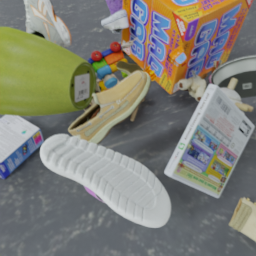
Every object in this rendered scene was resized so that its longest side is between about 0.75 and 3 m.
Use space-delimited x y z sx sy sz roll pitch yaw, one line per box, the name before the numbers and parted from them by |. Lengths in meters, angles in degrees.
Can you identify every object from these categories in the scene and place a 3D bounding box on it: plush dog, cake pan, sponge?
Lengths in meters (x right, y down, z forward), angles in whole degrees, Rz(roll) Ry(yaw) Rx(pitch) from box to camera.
plush dog | 2.195 -1.290 9.046 1.040 0.893 0.835 37 82 13
cake pan | 3.202 -1.280 7.503 1.895 1.895 0.347 1 72 1
sponge | -0.171 -5.367 11.129 1.603 2.873 0.428 -4 45 25

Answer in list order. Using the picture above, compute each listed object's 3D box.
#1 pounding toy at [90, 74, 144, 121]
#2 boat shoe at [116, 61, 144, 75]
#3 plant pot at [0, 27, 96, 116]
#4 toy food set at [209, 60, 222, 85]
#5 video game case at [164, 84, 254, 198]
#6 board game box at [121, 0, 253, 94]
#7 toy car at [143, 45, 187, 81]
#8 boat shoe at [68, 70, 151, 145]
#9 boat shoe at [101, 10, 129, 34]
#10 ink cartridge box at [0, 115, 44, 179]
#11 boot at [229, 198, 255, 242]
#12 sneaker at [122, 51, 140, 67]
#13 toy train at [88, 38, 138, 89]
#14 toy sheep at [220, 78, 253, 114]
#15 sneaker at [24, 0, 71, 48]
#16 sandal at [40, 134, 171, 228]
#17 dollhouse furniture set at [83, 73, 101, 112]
pounding toy | -0.342 -1.173 10.775 2.211 1.011 1.942 -23 53 -18
boat shoe | 0.071 -1.501 7.328 0.835 0.263 0.305 22 80 20
plant pot | -2.341 -1.348 7.723 2.705 2.531 2.531 13 50 22
toy food set | 2.876 -1.737 9.197 0.169 1.071 0.681 16 8 41
video game case | 1.695 0.376 5.523 0.217 1.968 1.792 25 87 47
board game box | 1.764 -3.554 9.463 2.882 2.879 2.880 -31 63 -21
toy car | 1.000 -1.577 7.368 1.462 0.717 0.487 -39 84 -14
boat shoe | -0.454 -0.515 6.312 2.226 0.848 0.798 -47 35 7
boat shoe | -0.458 -3.469 9.466 0.647 0.588 1.760 -23 16 -11
ink cartridge box | -4.167 0.641 9.301 1.506 0.843 2.208 27 52 21
boot | 3.966 2.403 7.855 1.642 0.769 2.113 33 60 25
sneaker | 0.316 -3.210 12.440 2.598 1.176 0.863 21 51 18
toy train | -0.185 -1.970 8.353 1.810 0.766 1.047 -30 79 -14
toy sheep | 2.235 -0.345 6.682 1.176 1.706 1.176 21 12 -5
sneaker | -2.893 -3.504 8.818 1.146 0.943 2.491 -37 102 -19
sandal | -0.415 0.956 5.278 2.668 0.656 1.086 31 49 11
dollhouse furniture set | -1.321 -1.222 8.513 1.067 0.955 1.346 -40 44 -25
